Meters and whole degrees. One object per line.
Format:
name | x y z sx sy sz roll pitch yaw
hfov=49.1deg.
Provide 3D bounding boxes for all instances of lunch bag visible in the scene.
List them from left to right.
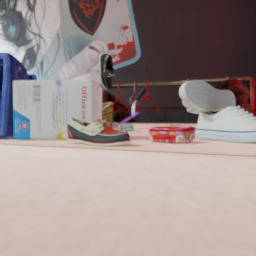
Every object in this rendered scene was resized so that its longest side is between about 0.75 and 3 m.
lunch bag | 1.198 0.198 8.005 1.217 0.499 1.072 1 7 38

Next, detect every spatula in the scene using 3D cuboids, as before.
spatula | 0.270 -0.872 10.818 0.788 0.286 2.787 -26 24 35

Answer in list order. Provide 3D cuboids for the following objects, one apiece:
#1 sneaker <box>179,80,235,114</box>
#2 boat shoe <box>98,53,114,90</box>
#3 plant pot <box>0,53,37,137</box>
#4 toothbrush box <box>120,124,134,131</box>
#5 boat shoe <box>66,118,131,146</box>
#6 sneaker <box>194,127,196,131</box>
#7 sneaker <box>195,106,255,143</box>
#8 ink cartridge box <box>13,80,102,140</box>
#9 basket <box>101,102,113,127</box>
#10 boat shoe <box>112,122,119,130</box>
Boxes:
sneaker | 2.325 -0.914 9.692 2.665 0.982 1.540 7 -10 -39
boat shoe | -0.770 -2.067 10.484 0.480 1.419 0.510 18 38 31
plant pot | -4.982 -0.994 10.414 2.836 2.836 2.550 0 -4 11
toothbrush box | -0.081 -0.019 15.500 0.648 0.377 0.885 0 2 -11
boat shoe | -0.843 0.100 7.412 2.185 0.684 0.778 3 2 41
sneaker | 3.415 0.109 13.808 0.309 0.276 0.773 5 3 -45
sneaker | 3.228 -0.128 8.303 1.083 1.050 2.967 -3 3 -41
ink cartridge box | -2.253 -0.577 9.482 2.548 1.876 1.843 1 2 4
basket | -1.907 -0.614 15.370 1.521 1.588 2.131 -1 3 -30
boat shoe | -0.830 -0.104 16.636 0.535 0.475 1.453 0 2 -14
